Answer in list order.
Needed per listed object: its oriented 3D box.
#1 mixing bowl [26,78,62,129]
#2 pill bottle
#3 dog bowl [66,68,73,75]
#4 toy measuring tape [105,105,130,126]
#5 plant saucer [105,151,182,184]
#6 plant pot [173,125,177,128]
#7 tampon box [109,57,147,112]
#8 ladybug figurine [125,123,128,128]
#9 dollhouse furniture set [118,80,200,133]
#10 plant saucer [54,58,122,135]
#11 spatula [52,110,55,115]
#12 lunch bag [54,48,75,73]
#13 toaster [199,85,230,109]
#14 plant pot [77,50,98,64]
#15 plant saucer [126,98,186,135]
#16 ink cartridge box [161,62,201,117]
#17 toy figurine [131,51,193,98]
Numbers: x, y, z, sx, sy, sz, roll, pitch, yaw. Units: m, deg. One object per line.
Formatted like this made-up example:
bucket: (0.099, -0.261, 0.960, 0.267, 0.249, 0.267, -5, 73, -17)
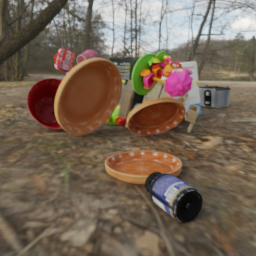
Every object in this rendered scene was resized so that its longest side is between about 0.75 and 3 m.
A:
mixing bowl: (-3.003, -0.823, 11.012, 2.008, 2.008, 1.088, -7, -9, -29)
pill bottle: (0.732, 1.137, 4.841, 0.584, 0.584, 1.045, -6, 14, -26)
dog bowl: (-2.364, -2.299, 11.520, 1.137, 0.282, 0.633, 45, 14, 32)
toy measuring tape: (0.104, -0.643, 11.858, 2.372, 0.873, 0.873, -14, 16, -19)
plant saucer: (0.352, 0.916, 6.560, 1.775, 0.286, 1.775, -1, 12, 0)
plant pot: (1.248, -0.544, 11.304, 1.137, 1.270, 1.270, -10, 4, 38)
tampon box: (0.298, -2.167, 14.247, 1.709, 2.707, 2.029, 16, 21, 38)
ladybug figurine: (0.229, -0.197, 11.311, 0.607, 0.322, 0.895, -1, 7, 38)
dollhouse furniture set: (1.200, -0.865, 10.621, 2.755, 1.220, 1.428, 19, 40, 5)
plant saucer: (-1.368, -1.076, 9.595, 0.524, 2.802, 2.802, 34, 31, 33)
spatula: (-2.193, -1.351, 10.747, 0.787, 2.785, 0.286, 13, 43, -42)
lunch bag: (-2.478, -2.607, 10.791, 0.748, 0.849, 0.348, 14, -1, -37)
toaster: (5.074, -1.966, 17.342, 2.130, 1.264, 1.926, -11, 16, -40)
plant pot: (-2.030, -3.314, 13.696, 0.917, 0.917, 0.821, 7, 22, 30)
plant saucer: (0.896, -0.380, 9.125, 1.944, 0.314, 1.944, -9, -30, -5)
ink cartridge box: (2.026, -1.678, 12.722, 1.749, 2.375, 1.718, -9, 8, -22)
toy figurine: (1.172, -1.428, 7.789, 1.492, 1.217, 1.621, 26, 56, 37)
